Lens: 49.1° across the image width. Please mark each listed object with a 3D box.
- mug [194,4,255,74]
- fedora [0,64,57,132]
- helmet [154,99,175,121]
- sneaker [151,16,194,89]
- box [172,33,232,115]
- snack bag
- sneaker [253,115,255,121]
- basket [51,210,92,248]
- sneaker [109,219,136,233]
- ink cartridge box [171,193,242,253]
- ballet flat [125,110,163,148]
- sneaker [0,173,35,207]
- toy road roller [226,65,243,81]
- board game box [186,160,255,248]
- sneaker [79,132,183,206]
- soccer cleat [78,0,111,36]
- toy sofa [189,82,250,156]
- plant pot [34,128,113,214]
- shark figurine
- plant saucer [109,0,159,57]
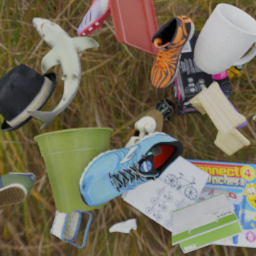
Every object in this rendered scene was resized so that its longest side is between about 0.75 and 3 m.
[{"bbox_3d":[3.184,-2.602,8.886,2.046,1.794,1.510,10,49,-18],"label":"mug"},{"bbox_3d":[-3.405,-1.138,8.741,2.529,1.155,2.529,-26,38,22],"label":"fedora"},{"bbox_3d":[1.417,-0.676,10.977,0.802,0.802,0.765,50,120,17],"label":"helmet"},{"bbox_3d":[1.047,-2.229,8.429,0.906,2.336,1.309,32,29,24],"label":"sneaker"},{"bbox_3d":[2.693,-2.125,11.125,1.847,1.603,2.795,-6,67,-1],"label":"box"},{"bbox_3d":[1.183,1.715,8.212,1.995,0.226,2.116,33,72,6],"label":"snack bag"},{"bbox_3d":[3.615,-0.493,7.198,0.328,0.813,0.469,36,35,3],"label":"sneaker"},{"bbox_3d":[-1.837,3.220,9.260,1.250,0.869,1.102,8,75,31],"label":"basket"},{"bbox_3d":[-0.165,3.410,9.563,0.968,0.361,0.421,-15,74,-5],"label":"sneaker"},{"bbox_3d":[1.783,2.314,6.400,1.468,1.986,0.752,-24,88,10],"label":"ink cartridge box"},{"bbox_3d":[0.339,0.361,8.128,0.798,0.851,2.354,19,73,30],"label":"ballet flat"},{"bbox_3d":[-2.923,1.413,6.487,1.729,0.776,0.580,-11,110,17],"label":"sneaker"},{"bbox_3d":[4.249,-2.450,11.808,0.995,0.611,0.726,36,84,13],"label":"toy road roller"},{"bbox_3d":[3.061,2.574,9.651,2.770,0.774,2.713,4,68,1],"label":"board game box"},{"bbox_3d":[0.112,0.887,6.552,2.764,1.243,1.083,-31,99,-19],"label":"sneaker"},{"bbox_3d":[-1.099,-4.181,10.050,0.858,2.245,0.749,58,33,-1],"label":"soccer cleat"},{"bbox_3d":[2.683,-0.310,8.025,0.991,0.841,2.030,-41,39,20],"label":"toy sofa"},{"bbox_3d":[-1.326,1.164,7.563,2.132,2.132,2.025,-8,83,-3],"label":"plant pot"},{"bbox_3d":[-1.809,-1.486,8.151,1.853,1.294,3.101,2,88,-6],"label":"shark figurine"},{"bbox_3d":[0.174,-3.622,8.958,0.482,2.624,2.619,-13,87,31],"label":"plant saucer"}]
